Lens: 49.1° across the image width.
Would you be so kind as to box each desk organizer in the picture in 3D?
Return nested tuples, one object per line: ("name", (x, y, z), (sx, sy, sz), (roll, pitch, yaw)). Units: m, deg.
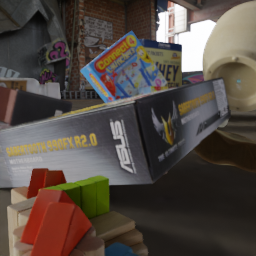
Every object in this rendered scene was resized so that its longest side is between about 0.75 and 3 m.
("desk organizer", (-2.218, -0.446, 6.472), (0.794, 0.740, 2.062), (15, 3, 19))

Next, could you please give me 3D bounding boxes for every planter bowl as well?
("planter bowl", (3.005, -1.532, 7.072), (2.641, 2.641, 1.778), (6, 43, 39))

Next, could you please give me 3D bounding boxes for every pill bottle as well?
("pill bottle", (-3.540, -0.952, 9.341), (2.457, 1.405, 1.405), (-2, 7, -13))

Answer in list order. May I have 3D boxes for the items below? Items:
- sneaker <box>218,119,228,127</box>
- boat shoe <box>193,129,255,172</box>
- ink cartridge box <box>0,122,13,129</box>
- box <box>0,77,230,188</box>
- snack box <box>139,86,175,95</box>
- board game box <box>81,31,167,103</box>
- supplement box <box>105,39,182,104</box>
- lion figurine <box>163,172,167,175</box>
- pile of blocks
("sneaker", (1.872, -0.522, 7.732), (1.808, 0.694, 1.006), (20, -6, -38))
("boat shoe", (1.381, 0.295, 3.722), (0.403, 0.445, 1.249), (3, 12, -34))
("ink cartridge box", (-2.881, 0.106, 5.490), (1.334, 0.335, 1.537), (4, 8, 39))
("box", (-0.060, -0.035, 3.213), (1.884, 0.575, 2.379), (-8, 7, 34))
("snack box", (0.890, -0.569, 7.684), (0.447, 1.113, 1.320), (2, 5, 44))
("board game box", (-0.045, -1.475, 8.103), (1.931, 1.891, 0.540), (-47, 18, -29))
("supplement box", (0.545, -1.975, 11.744), (1.954, 2.910, 2.907), (-5, 8, -33))
("lion figurine", (0.049, 0.415, 3.263), (0.955, 0.346, 0.585), (-12, 11, 19))
("pile of blocks", (-0.204, 0.499, 1.271), (0.751, 0.568, 1.829), (-2, 8, -18))
